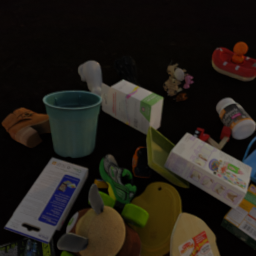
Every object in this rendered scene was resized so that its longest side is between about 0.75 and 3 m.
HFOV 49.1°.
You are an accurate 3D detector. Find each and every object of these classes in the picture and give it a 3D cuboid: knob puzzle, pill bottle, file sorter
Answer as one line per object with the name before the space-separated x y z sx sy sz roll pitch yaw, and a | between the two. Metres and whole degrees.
knob puzzle | 1.587 3.037 6.985 1.993 0.276 1.993 17 61 -33
pill bottle | 4.323 -0.410 11.410 0.985 0.985 1.693 -8 42 -9
file sorter | 5.206 1.190 9.253 1.625 1.437 2.342 -31 49 -31

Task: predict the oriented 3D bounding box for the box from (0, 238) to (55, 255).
box | -2.719 3.765 7.031 1.819 0.448 1.884 -13 44 -14

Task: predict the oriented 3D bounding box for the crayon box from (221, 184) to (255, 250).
crayon box | 3.732 2.600 8.382 1.079 0.443 1.717 33 51 32

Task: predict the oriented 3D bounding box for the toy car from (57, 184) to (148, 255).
toy car | -0.827 2.382 6.516 2.025 2.567 2.108 15 62 24

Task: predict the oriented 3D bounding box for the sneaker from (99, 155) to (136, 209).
sneaker | -0.270 1.538 8.914 0.803 0.877 2.058 26 20 -38

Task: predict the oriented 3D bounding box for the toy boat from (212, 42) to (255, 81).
toy boat | 5.686 -3.641 14.578 2.567 1.678 1.675 29 49 29

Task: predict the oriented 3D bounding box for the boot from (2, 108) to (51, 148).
boot | -3.673 -0.374 11.459 1.988 0.947 2.570 27 45 34

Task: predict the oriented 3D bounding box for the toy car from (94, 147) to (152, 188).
toy car | -0.182 1.277 9.532 2.227 1.093 0.741 -9 7 -20

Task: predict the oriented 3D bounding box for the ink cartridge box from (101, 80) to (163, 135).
ink cartridge box | 0.099 -0.966 11.626 2.593 1.518 0.873 29 46 28

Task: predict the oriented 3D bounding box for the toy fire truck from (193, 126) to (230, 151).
toy fire truck | 3.079 0.573 10.612 1.290 0.446 1.829 16 48 18

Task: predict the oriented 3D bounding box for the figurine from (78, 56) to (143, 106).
figurine | -0.749 -2.075 13.276 2.894 1.246 2.823 -10 46 -10

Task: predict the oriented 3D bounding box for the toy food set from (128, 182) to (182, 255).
toy food set | 0.829 2.862 7.821 1.548 0.860 2.632 -11 44 22

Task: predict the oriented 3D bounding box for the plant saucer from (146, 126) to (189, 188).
plant saucer | 1.214 1.038 9.407 0.425 1.776 1.774 -38 29 26

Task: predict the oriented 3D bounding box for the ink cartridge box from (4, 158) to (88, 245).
ink cartridge box | -2.382 2.184 8.642 1.339 0.524 2.827 17 39 7

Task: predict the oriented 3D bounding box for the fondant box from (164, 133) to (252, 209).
fondant box | 2.585 1.266 8.977 2.428 0.707 1.751 29 29 17

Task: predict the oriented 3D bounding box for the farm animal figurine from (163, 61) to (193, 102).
farm animal figurine | 2.078 -1.969 12.540 0.905 1.799 1.453 -22 62 -11

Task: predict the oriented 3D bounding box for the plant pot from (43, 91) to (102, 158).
plant pot | -1.954 -0.117 10.071 2.008 1.967 2.008 3 24 -1
